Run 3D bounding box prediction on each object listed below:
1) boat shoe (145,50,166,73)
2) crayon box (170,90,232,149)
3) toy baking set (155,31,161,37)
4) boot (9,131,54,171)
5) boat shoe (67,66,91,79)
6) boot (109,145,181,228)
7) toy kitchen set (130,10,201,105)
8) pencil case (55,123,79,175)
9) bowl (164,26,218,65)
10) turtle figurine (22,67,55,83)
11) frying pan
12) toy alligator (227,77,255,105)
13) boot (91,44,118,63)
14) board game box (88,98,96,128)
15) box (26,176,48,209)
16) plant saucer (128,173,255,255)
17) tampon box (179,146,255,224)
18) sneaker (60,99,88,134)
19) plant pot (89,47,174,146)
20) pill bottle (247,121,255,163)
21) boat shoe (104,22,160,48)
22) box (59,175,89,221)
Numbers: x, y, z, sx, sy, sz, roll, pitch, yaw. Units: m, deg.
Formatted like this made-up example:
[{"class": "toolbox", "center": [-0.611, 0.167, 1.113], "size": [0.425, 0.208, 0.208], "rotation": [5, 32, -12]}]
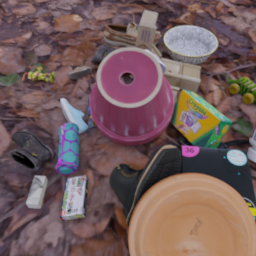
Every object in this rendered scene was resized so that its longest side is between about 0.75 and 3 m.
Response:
[{"class": "boat shoe", "center": [0.990, -2.446, 10.280], "size": [0.459, 1.248, 0.408], "rotation": [-23, 56, 26]}, {"class": "crayon box", "center": [2.402, -0.255, 9.732], "size": [0.631, 1.287, 2.167], "rotation": [7, 29, -33]}, {"class": "toy baking set", "center": [1.270, -4.840, 14.577], "size": [1.004, 0.117, 0.771], "rotation": [-20, 53, -15]}, {"class": "boot", "center": [-3.328, 0.697, 9.073], "size": [1.762, 1.534, 0.610], "rotation": [29, 100, 7]}, {"class": "boat shoe", "center": [-2.205, -2.489, 12.502], "size": [1.127, 0.427, 0.405], "rotation": [-21, 50, -28]}, {"class": "boot", "center": [0.218, 1.267, 7.780], "size": [1.104, 2.851, 1.972], "rotation": [4, 31, -34]}, {"class": "toy kitchen set", "center": [1.602, -2.528, 10.974], "size": [2.880, 2.598, 2.349], "rotation": [13, 51, 2]}, {"class": "pencil case", "center": [-2.035, 0.676, 9.421], "size": [0.732, 0.795, 1.719], "rotation": [-24, 51, 22]}, {"class": "bowl", "center": [2.791, -3.572, 12.895], "size": [2.383, 1.118, 2.383], "rotation": [0, 51, 0]}, {"class": "turtle figurine", "center": [-3.871, -2.221, 12.170], "size": [1.190, 0.475, 1.475], "rotation": [9, 31, 1]}, {"class": "frying pan", "center": [2.955, 0.559, 9.925], "size": [2.687, 0.437, 1.625], "rotation": [-8, 24, -41]}, {"class": "toy alligator", "center": [5.203, -1.360, 11.377], "size": [0.925, 0.670, 2.790], "rotation": [-31, 57, -22]}, {"class": "boot", "center": [-0.409, -3.518, 13.076], "size": [1.962, 0.780, 2.254], "rotation": [28, 59, 20]}, {"class": "board game box", "center": [-1.067, -0.528, 10.879], "size": [1.271, 0.392, 1.271], "rotation": [8, 51, 6]}, {"class": "box", "center": [-2.867, 2.020, 8.842], "size": [0.401, 0.334, 0.976], "rotation": [2, 51, 1]}, {"class": "plant saucer", "center": [1.463, 2.496, 6.240], "size": [2.925, 0.472, 2.925], "rotation": [0, 85, -3]}, {"class": "tampon box", "center": [2.382, 2.037, 7.991], "size": [1.934, 1.629, 2.580], "rotation": [4, 51, 3]}, {"class": "sneaker", "center": [-2.025, -0.491, 10.601], "size": [0.632, 0.570, 1.542], "rotation": [-26, 83, -23]}, {"class": "plant pot", "center": [0.103, -1.103, 9.232], "size": [2.992, 2.678, 2.992], "rotation": [-1, 75, 2]}, {"class": "pill bottle", "center": [4.678, 0.155, 9.183], "size": [1.111, 2.027, 1.111], "rotation": [11, 15, -3]}, {"class": "boat shoe", "center": [0.167, -4.585, 13.785], "size": [2.795, 1.004, 1.059], "rotation": [3, 52, 3]}, {"class": "box", "center": [-1.622, 2.103, 8.529], "size": [0.728, 0.230, 1.322], "rotation": [-12, 44, 11]}]
